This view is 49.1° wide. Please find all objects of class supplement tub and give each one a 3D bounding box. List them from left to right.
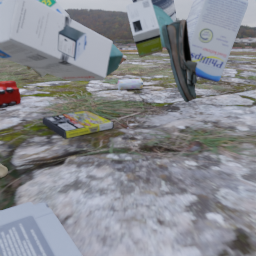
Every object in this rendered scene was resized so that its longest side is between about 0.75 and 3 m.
[{"bbox_3d":[0.960,-4.486,10.289,1.407,2.005,1.407,-15,37,12],"label":"supplement tub"}]

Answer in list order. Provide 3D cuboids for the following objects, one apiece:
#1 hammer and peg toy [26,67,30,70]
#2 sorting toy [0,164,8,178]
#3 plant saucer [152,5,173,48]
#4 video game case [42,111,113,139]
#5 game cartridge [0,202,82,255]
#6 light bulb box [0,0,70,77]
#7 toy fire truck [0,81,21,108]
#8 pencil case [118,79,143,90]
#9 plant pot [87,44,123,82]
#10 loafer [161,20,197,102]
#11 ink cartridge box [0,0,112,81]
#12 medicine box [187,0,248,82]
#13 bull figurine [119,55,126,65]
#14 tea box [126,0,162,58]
[{"bbox_3d":[-3.366,-2.256,8.732,0.692,0.332,0.941,40,-5,21],"label":"hammer and peg toy"},{"bbox_3d":[-3.475,0.828,5.676,1.742,0.233,1.298,15,24,36],"label":"sorting toy"},{"bbox_3d":[0.935,-3.091,8.310,1.638,1.638,0.294,-21,-15,-46],"label":"plant saucer"},{"bbox_3d":[-1.555,-0.152,8.563,1.560,0.220,1.726,-13,22,-33],"label":"video game case"},{"bbox_3d":[-1.282,1.648,3.067,1.495,0.454,2.242,-8,20,-32],"label":"game cartridge"},{"bbox_3d":[-2.533,-2.675,6.671,1.431,2.293,2.273,-41,2,-3],"label":"light bulb box"},{"bbox_3d":[-5.385,-1.295,11.184,1.934,0.668,2.742,13,24,35],"label":"toy fire truck"},{"bbox_3d":[0.106,-2.174,13.977,1.244,0.517,0.564,-5,21,-14],"label":"pencil case"},{"bbox_3d":[-0.912,-2.307,9.282,1.364,0.964,0.964,-21,64,-41],"label":"plant pot"},{"bbox_3d":[1.295,-1.562,6.450,0.593,1.884,0.677,-18,-1,26],"label":"loafer"},{"bbox_3d":[-1.191,-1.228,4.186,1.127,0.661,1.539,8,-3,45],"label":"ink cartridge box"},{"bbox_3d":[2.592,-3.012,9.425,1.290,2.506,2.282,16,16,-3],"label":"medicine box"},{"bbox_3d":[-0.416,-2.740,11.596,0.303,0.564,0.929,47,32,2],"label":"bull figurine"},{"bbox_3d":[0.377,-2.239,6.349,0.577,0.863,0.849,-14,-21,7],"label":"tea box"}]
